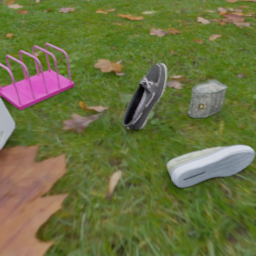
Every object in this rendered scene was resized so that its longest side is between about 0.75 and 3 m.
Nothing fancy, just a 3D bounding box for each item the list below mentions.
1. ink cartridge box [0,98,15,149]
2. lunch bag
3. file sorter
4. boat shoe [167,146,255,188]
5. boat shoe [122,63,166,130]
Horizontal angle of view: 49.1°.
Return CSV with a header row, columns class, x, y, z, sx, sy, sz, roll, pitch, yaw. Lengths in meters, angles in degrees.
class,x,y,z,sx,sy,sz,roll,pitch,yaw
ink cartridge box,-5.207,0.164,8.289,2.832,1.176,2.076,-2,41,9
lunch bag,2.813,-1.008,10.205,1.348,1.106,0.793,-21,44,-25
file sorter,-3.851,-2.235,11.378,1.788,1.614,2.573,30,47,34
boat shoe,2.324,0.913,7.934,2.547,0.917,0.790,-13,36,-13
boat shoe,0.520,-0.988,9.157,0.682,2.394,0.800,2,29,-44
